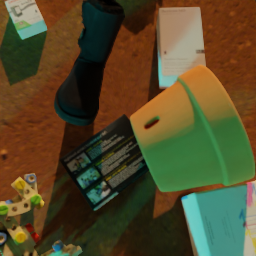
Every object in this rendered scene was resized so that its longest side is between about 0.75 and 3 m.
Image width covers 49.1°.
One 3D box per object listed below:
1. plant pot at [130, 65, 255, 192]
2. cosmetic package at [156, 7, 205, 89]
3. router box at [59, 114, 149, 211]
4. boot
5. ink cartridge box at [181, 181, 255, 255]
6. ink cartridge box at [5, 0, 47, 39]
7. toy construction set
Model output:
[{"bbox_3d":[1.238,0.224,6.216,1.865,2.664,2.664,-24,74,6],"label":"plant pot"},{"bbox_3d":[1.502,-2.333,8.208,1.269,0.913,2.250,-2,74,1],"label":"cosmetic package"},{"bbox_3d":[-0.464,0.880,7.420,2.142,0.547,1.597,-35,76,-10],"label":"router box"},{"bbox_3d":[-0.907,-1.753,6.731,1.085,2.387,2.841,16,37,-10],"label":"boot"},{"bbox_3d":[2.734,2.113,6.506,2.477,1.592,1.551,-10,73,-4],"label":"ink cartridge box"},{"bbox_3d":[-3.198,-3.522,8.788,0.868,0.501,1.193,-26,75,-7],"label":"ink cartridge box"},{"bbox_3d":[-2.323,2.460,6.723,1.635,1.149,2.494,-33,81,-33],"label":"toy construction set"}]
